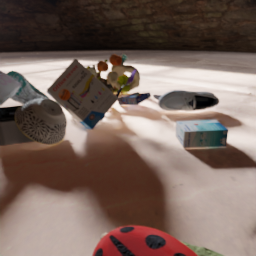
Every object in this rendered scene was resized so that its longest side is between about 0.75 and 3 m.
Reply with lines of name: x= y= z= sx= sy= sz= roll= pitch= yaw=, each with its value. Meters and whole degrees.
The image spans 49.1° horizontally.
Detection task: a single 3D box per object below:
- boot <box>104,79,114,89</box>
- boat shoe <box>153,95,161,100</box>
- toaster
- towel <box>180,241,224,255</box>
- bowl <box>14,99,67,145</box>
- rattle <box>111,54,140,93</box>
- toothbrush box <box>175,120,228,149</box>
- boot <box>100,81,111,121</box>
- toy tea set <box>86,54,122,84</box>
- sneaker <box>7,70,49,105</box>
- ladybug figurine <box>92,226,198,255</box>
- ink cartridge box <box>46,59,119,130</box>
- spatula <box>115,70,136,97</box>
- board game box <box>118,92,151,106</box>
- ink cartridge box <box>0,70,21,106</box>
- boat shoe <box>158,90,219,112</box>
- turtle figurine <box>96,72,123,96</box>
boot: x=-1.822 y=-2.665 z=17.090 sx=2.054 sy=1.150 sz=2.970 roll=8 pitch=22 yaw=6
boat shoe: x=1.743 y=-1.634 z=15.116 sx=0.835 sy=0.307 sz=0.273 roll=26 pitch=61 yaw=20
toaster: x=-4.105 y=-0.172 z=10.262 sx=1.799 sy=1.068 sz=1.627 roll=-8 pitch=22 yaw=-21
towel: x=1.277 y=2.444 z=4.279 sx=1.769 sy=0.323 sz=1.312 roll=11 pitch=24 yaw=24
bowl: x=-2.849 y=-0.427 z=9.787 sx=1.911 sy=0.897 sz=1.911 roll=30 pitch=32 yaw=-21
rattle: x=-0.389 y=-3.615 z=16.520 sx=1.845 sy=2.833 sz=2.024 roll=-13 pitch=48 yaw=21
toothbrush box: x=2.544 y=0.199 z=9.860 sx=1.531 sy=0.653 sz=1.121 roll=-3 pitch=20 yaw=-3
boot: x=-1.456 y=-1.363 z=12.563 sx=2.468 sy=0.854 sz=2.148 roll=14 pitch=52 yaw=39
toy tea set: x=-1.212 y=-2.461 z=12.526 sx=0.843 sy=1.354 sz=2.277 roll=24 pitch=46 yaw=38
sneaker: x=-4.165 y=-1.307 z=12.097 sx=2.879 sy=1.117 sz=1.313 roll=43 pitch=1 yaw=8
ladybug figurine: x=0.301 y=2.138 z=3.714 sx=1.645 sy=0.872 sz=2.423 roll=-39 pitch=41 yaw=-25
ink cartridge box: x=-1.721 y=-1.184 z=10.301 sx=1.532 sy=2.081 sz=1.505 roll=-50 pitch=13 yaw=-9
spatula: x=-0.229 y=-2.090 z=14.465 sx=0.722 sy=0.262 sz=2.553 roll=-32 pitch=20 yaw=51
board game box: x=0.218 y=-1.502 z=14.257 sx=1.396 sy=0.431 sz=1.396 roll=-2 pitch=21 yaw=35
ink cartridge box: x=-5.243 y=-1.516 z=9.307 sx=2.389 sy=0.839 sz=2.940 roll=36 pitch=17 yaw=-15
boat shoe: x=2.859 y=-1.275 z=13.126 sx=2.865 sy=1.054 sz=0.936 roll=-9 pitch=17 yaw=-9
turtle figurine: x=-1.200 y=-1.944 z=14.121 sx=0.740 sy=1.854 sz=2.299 roll=-12 pitch=19 yaw=38
